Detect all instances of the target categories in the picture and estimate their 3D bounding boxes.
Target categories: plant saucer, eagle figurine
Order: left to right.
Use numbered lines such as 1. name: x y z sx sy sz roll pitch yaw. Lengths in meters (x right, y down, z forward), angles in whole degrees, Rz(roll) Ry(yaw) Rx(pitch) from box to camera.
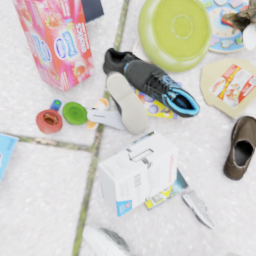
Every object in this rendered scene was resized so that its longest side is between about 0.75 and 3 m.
1. plant saucer: 1.764 -3.425 9.678 2.952 0.459 2.952 -1 94 -20
2. eagle figurine: 4.367 -4.016 8.757 2.027 2.686 2.038 46 56 -14

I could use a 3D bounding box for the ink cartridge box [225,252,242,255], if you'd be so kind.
1. ink cartridge box: 2.030 4.426 6.630 2.996 1.755 1.009 -36 81 -14

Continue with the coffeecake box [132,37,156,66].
1. coffeecake box: 0.831 -2.903 10.344 1.147 0.546 1.494 16 67 8

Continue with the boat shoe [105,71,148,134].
1. boat shoe: -0.035 -0.798 8.825 0.831 2.288 0.718 -29 34 1

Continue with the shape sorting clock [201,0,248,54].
1. shape sorting clock: 3.695 -4.088 10.856 2.750 0.540 2.750 0 67 0

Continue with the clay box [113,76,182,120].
1. clay box: 0.619 -1.043 9.356 2.168 0.516 1.245 8 96 2

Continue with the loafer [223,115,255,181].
1. loafer: 3.674 0.519 8.745 0.861 0.841 2.358 19 64 8

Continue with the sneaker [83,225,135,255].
1. sneaker: -0.302 3.791 7.278 2.852 1.111 1.417 39 87 18

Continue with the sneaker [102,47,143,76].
1. sneaker: 0.214 -2.049 9.715 2.440 1.107 0.927 17 64 6

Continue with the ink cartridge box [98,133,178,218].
1. ink cartridge box: 0.297 1.219 7.443 1.971 1.439 0.831 -26 44 -26

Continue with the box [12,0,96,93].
1. box: -2.217 -2.805 8.790 1.403 2.938 1.465 30 54 33

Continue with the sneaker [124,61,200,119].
1. sneaker: 1.081 -1.225 8.492 2.669 1.093 0.977 32 95 -1

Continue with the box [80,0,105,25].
1. box: -2.124 -4.857 9.777 1.798 2.430 1.268 13 41 42

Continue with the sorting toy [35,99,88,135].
1. sorting toy: -2.239 -0.291 9.114 1.799 0.739 1.081 -17 69 -42

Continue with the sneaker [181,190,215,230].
1. sneaker: 2.151 2.383 8.224 0.514 0.468 1.253 -33 71 -13

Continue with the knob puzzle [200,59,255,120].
1. knob puzzle: 3.503 -1.541 9.820 2.336 0.324 2.336 -7 69 18

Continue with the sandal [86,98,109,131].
1. sandal: -1.039 -0.508 9.453 0.490 0.366 1.278 18 68 14

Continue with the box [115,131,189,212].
1. box: 0.715 1.304 8.681 1.412 0.390 2.068 -28 70 -8

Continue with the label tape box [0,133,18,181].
1. label tape box: -4.872 0.996 8.595 2.684 0.887 1.923 12 68 2

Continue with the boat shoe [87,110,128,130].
1. boat shoe: -0.614 -0.324 9.281 1.552 0.551 0.560 15 90 -18
